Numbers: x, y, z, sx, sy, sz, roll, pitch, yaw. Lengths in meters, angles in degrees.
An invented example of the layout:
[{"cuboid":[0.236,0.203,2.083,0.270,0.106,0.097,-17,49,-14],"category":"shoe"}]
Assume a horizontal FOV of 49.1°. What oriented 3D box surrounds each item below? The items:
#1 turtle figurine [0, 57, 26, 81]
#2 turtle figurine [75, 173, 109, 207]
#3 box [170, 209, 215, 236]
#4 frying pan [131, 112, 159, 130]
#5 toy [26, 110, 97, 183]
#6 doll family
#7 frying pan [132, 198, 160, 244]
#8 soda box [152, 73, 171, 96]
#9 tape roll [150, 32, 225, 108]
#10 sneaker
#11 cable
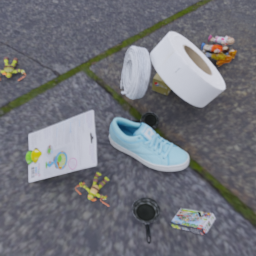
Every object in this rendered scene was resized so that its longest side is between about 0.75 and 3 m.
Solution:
[{"cuboid":[-5.026,-2.464,11.683,1.447,0.466,1.167,-8,55,-6],"category":"turtle figurine"},{"cuboid":[-0.955,1.887,8.560,1.159,0.373,0.935,25,50,8],"category":"turtle figurine"},{"cuboid":[1.654,2.412,7.243,0.586,1.065,0.185,-40,108,-34],"category":"box"},{"cuboid":[0.601,-0.164,10.077,1.095,0.662,0.178,-24,8,22],"category":"frying pan"},{"cuboid":[-1.954,0.662,8.606,2.831,0.668,1.630,-16,69,27],"category":"toy"},{"cuboid":[3.983,-3.310,12.181,1.319,0.958,2.125,17,38,20],"category":"doll family"},{"cuboid":[0.638,2.609,8.058,0.841,0.226,1.391,-13,46,-20],"category":"frying pan"},{"cuboid":[1.763,-2.314,11.450,0.713,0.674,2.104,24,58,17],"category":"soda box"},{"cuboid":[2.032,-1.993,9.513,2.688,0.940,2.688,30,35,-25],"category":"tape roll"},{"cuboid":[0.624,0.487,9.017,2.851,1.168,1.054,19,54,14],"category":"sneaker"},{"cuboid":[0.253,-1.813,9.353,0.603,1.740,1.741,1,20,-16],"category":"cable"}]
